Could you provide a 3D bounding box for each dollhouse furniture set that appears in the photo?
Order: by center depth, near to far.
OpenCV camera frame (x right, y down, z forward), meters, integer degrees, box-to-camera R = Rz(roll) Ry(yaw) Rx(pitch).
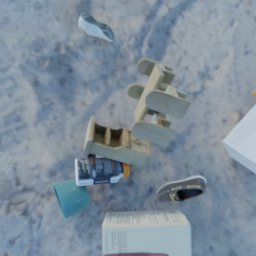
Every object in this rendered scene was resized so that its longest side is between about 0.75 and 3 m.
[{"bbox_3d":[0.085,-0.482,8.122,1.920,2.533,2.890,17,119,-13],"label":"dollhouse furniture set"}]

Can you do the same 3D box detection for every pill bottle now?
[{"bbox_3d":[-0.795,1.302,8.606,1.601,0.850,0.850,-3,84,-13],"label":"pill bottle"}]

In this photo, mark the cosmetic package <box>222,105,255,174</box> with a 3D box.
[{"bbox_3d":[4.360,0.452,8.461,1.977,1.219,1.983,-47,47,-1],"label":"cosmetic package"}]

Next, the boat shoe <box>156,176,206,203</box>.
[{"bbox_3d":[1.615,2.033,8.788,1.756,0.523,0.631,-25,110,27],"label":"boat shoe"}]

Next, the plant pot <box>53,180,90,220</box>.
[{"bbox_3d":[-1.756,2.160,8.874,0.920,1.147,1.147,-18,84,-21],"label":"plant pot"}]

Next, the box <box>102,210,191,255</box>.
[{"bbox_3d":[0.512,3.372,8.442,2.504,1.601,1.364,-2,88,0],"label":"box"}]

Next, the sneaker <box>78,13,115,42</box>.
[{"bbox_3d":[-1.096,-3.420,9.761,1.390,0.557,0.489,30,57,-16],"label":"sneaker"}]

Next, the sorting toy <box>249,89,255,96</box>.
[{"bbox_3d":[4.457,-1.274,9.380,1.068,0.602,0.146,-34,97,-26],"label":"sorting toy"}]

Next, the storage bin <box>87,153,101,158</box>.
[{"bbox_3d":[-0.924,0.908,9.309,0.641,0.445,0.948,32,84,3],"label":"storage bin"}]
